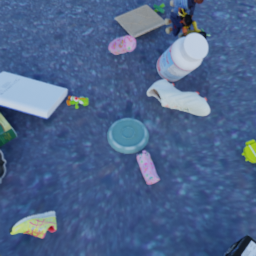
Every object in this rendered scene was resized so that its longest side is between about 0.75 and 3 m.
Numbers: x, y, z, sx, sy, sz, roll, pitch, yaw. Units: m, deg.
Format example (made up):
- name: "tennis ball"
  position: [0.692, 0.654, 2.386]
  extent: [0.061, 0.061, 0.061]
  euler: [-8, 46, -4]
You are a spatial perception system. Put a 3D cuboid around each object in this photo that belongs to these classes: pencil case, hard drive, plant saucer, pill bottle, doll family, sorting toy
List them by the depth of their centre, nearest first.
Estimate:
- name: "pencil case"
  position: [0.631, 1.289, 9.057]
  extent: [0.468, 0.468, 1.070]
  euler: [-14, 58, -9]
- name: "plant saucer"
  position: [-0.003, 0.219, 9.943]
  extent: [1.492, 0.204, 1.492]
  euler: [0, 57, 0]
- name: "hard drive"
  position: [-3.881, -1.267, 10.429]
  extent: [2.695, 0.342, 1.778]
  euler: [16, 38, 5]
- name: "pill bottle"
  position: [2.009, -2.614, 10.517]
  extent: [1.221, 2.246, 1.221]
  euler: [2, 81, -15]
- name: "doll family"
  position: [2.396, -4.028, 11.124]
  extent: [1.167, 2.973, 1.719]
  euler: [-30, 20, -15]
- name: "pencil case"
  position: [-0.254, -3.405, 11.598]
  extent: [0.662, 0.662, 1.515]
  euler: [-32, 19, -20]
- name: "sorting toy"
  position: [0.943, -5.276, 13.562]
  extent: [2.688, 0.396, 1.987]
  euler: [-28, 55, -14]

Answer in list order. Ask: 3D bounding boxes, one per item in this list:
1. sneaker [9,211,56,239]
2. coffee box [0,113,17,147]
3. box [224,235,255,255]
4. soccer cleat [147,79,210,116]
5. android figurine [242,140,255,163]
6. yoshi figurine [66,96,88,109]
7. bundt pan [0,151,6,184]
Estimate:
- name: "sneaker"
  position: [-2.495, 2.701, 7.582]
  extent: [1.416, 0.553, 0.640]
  euler: [1, 59, -50]
- name: "coffee box"
  position: [-5.594, 0.378, 9.549]
  extent: [2.956, 0.650, 1.818]
  euler: [-35, 62, -21]
- name: "box"
  position: [2.596, 3.622, 6.926]
  extent: [0.708, 1.345, 1.643]
  euler: [39, 65, 24]
- name: "soccer cleat"
  position: [1.752, -0.962, 10.014]
  extent: [0.981, 0.877, 2.530]
  euler: [-37, 47, -20]
- name: "android figurine"
  position: [4.228, 0.815, 9.279]
  extent: [0.952, 0.195, 0.866]
  euler: [-21, 68, -13]
- name: "yoshi figurine"
  position: [-1.878, -0.992, 10.717]
  extent: [0.855, 0.481, 0.479]
  euler: [2, 14, 18]
- name: "bundt pan"
  position: [-4.682, 1.241, 8.663]
  extent: [1.741, 0.653, 1.741]
  euler: [3, 82, -19]
